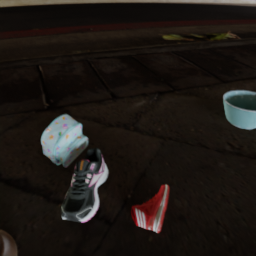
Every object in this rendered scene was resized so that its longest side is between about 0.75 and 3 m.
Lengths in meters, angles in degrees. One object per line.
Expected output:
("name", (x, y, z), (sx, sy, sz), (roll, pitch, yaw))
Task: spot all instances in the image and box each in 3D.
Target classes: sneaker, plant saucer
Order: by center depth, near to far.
("plant saucer", (-3.458, 2.876, 5.994), (2.009, 0.322, 2.009), (1, 31, -1))
("sneaker", (0.560, 1.961, 7.281), (0.851, 0.577, 1.473), (10, 31, 13))
("sneaker", (-1.240, 1.423, 7.632), (0.968, 1.040, 2.409), (-2, 30, 9))

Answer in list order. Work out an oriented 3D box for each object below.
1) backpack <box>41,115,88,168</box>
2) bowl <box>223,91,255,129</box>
("backpack", (-1.977, 0.388, 8.733), (1.178, 1.537, 1.351), (35, 61, 19))
("bowl", (4.721, -0.653, 11.197), (1.954, 1.022, 1.954), (0, 31, 0))
